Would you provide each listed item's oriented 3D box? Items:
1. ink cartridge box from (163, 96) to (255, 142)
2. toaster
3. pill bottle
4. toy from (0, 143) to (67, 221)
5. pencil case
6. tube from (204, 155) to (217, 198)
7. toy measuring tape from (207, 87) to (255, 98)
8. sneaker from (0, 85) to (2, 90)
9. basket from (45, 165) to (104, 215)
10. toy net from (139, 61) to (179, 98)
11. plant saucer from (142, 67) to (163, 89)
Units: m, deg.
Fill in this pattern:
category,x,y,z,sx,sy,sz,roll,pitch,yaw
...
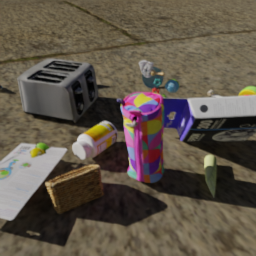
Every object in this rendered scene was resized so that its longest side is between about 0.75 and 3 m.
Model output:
category,x,y,z,sx,sy,sz,roll,pitch,yaw
ink cartridge box,2.159,-0.142,7.478,2.701,2.676,0.586,0,75,4
toaster,-2.546,-1.418,10.215,2.465,1.462,2.229,10,34,15
pill bottle,-0.944,0.378,8.027,0.722,0.722,1.321,22,37,30
toy,-2.670,1.311,6.893,1.458,0.598,2.531,6,34,14
pencil case,0.362,0.279,6.624,1.043,2.360,1.043,-5,39,4
tube,2.122,1.184,7.242,0.375,0.335,1.291,25,33,1
toy measuring tape,4.176,-1.261,10.574,2.407,0.885,0.885,27,42,34
sneaker,-5.711,-1.740,11.682,1.099,0.412,0.476,22,68,26
basket,-1.303,1.248,6.640,1.237,0.922,0.883,-19,34,-22
toy net,1.065,-1.852,10.696,1.800,0.944,0.348,42,35,-8
plant saucer,1.027,-2.134,11.950,0.936,0.936,0.180,-7,5,-10
